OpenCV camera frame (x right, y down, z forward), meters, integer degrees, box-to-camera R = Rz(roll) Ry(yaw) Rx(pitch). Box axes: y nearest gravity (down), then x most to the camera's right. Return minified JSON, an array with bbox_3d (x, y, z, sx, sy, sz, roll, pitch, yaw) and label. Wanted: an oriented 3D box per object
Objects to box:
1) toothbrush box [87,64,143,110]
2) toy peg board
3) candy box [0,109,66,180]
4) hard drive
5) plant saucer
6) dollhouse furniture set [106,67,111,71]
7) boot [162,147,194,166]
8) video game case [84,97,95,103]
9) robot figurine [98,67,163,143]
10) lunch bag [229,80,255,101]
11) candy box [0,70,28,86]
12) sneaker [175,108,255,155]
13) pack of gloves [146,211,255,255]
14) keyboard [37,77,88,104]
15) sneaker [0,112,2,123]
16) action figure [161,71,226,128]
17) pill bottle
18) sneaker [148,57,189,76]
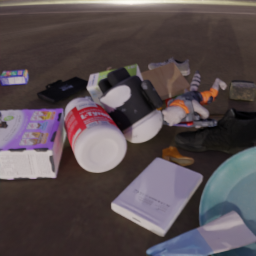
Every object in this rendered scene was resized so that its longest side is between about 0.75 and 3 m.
[{"bbox_3d":[-0.377,-1.440,10.635,1.911,1.391,0.823,-9,46,16],"label":"toothbrush box"},{"bbox_3d":[1.290,-1.520,12.014,2.258,1.109,2.267,-19,38,2],"label":"toy peg board"},{"bbox_3d":[-3.571,0.424,8.624,2.943,1.053,2.469,-1,30,-4],"label":"candy box"},{"bbox_3d":[0.813,1.655,7.275,1.461,0.291,2.216,19,35,29],"label":"hard drive"},{"bbox_3d":[2.906,1.741,5.646,2.951,0.530,2.951,-26,44,27],"label":"plant saucer"},{"bbox_3d":[-0.742,-2.875,14.824,0.755,0.491,0.693,17,35,26],"label":"dollhouse furniture set"},{"bbox_3d":[1.525,0.835,8.619,0.938,0.330,0.672,-3,36,8],"label":"boot"},{"bbox_3d":[-1.254,-1.104,12.161,1.415,0.134,1.011,2,30,1],"label":"video game case"},{"bbox_3d":[0.090,-0.727,9.285,1.567,2.511,1.886,-33,1,-7],"label":"robot figurine"},{"bbox_3d":[5.155,-1.762,12.704,1.033,0.741,1.260,7,25,13],"label":"lunch bag"},{"bbox_3d":[-5.803,-2.570,14.323,1.211,0.466,1.024,-5,29,-11],"label":"candy box"},{"bbox_3d":[3.042,0.005,8.838,2.989,1.559,0.897,7,30,11],"label":"sneaker"},{"bbox_3d":[1.520,2.564,5.110,2.418,0.477,2.031,-20,31,-10],"label":"pack of gloves"},{"bbox_3d":[-3.063,-1.841,13.256,1.569,0.335,2.614,24,36,24],"label":"keyboard"},{"bbox_3d":[-3.832,-0.095,7.690,0.358,0.396,0.929,35,74,-5],"label":"sneaker"},{"bbox_3d":[1.803,-0.862,9.597,2.713,1.419,2.624,0,28,37],"label":"action figure"},{"bbox_3d":[-1.179,0.072,8.799,1.490,1.490,2.655,-12,32,-19],"label":"pill bottle"},{"bbox_3d":[2.259,-3.459,15.382,2.263,0.928,0.846,4,31,8],"label":"sneaker"}]
